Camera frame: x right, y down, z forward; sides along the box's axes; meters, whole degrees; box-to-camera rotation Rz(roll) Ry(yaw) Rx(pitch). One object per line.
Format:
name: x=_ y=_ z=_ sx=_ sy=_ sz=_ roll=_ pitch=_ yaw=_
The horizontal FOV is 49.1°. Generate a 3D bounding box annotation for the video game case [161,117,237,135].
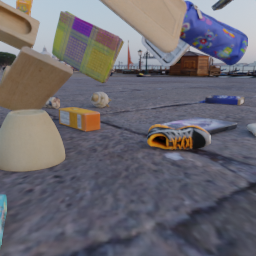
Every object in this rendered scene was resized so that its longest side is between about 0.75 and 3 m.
video game case: x=2.115 y=-0.043 z=8.467 sx=2.020 sy=0.192 sz=1.443 roll=-12 pitch=17 yaw=-40

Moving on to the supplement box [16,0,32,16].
supplement box: x=-3.427 y=-4.149 z=9.273 sx=0.420 sy=0.434 sz=1.262 roll=3 pitch=43 yaw=-17

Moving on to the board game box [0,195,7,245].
board game box: x=-1.808 y=1.101 z=3.204 sx=0.702 sy=0.218 sz=0.930 roll=-4 pitch=13 yaw=-18

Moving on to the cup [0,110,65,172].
cup: x=-1.999 y=0.165 z=5.654 sx=1.388 sy=0.993 sz=1.388 roll=0 pitch=12 yaw=0

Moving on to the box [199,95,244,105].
box: x=4.839 y=-1.455 z=14.515 sx=2.055 sy=0.333 sz=1.245 roll=6 pitch=14 yaw=29

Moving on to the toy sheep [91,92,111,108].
toy sheep: x=-1.255 y=-1.286 z=12.867 sx=0.806 sy=0.806 sz=1.168 roll=8 pitch=-5 yaw=32

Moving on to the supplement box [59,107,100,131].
supplement box: x=-1.566 y=-0.306 z=8.830 sx=0.546 sy=0.565 sz=1.641 roll=-10 pitch=17 yaw=-40

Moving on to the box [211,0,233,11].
box: x=3.838 y=-5.052 z=11.280 sx=0.880 sy=0.224 sz=0.694 roll=-32 pitch=0 yaw=-44

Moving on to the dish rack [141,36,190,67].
dish rack: x=1.680 y=-3.604 z=11.225 sx=0.470 sy=1.854 sz=2.161 roll=13 pitch=34 yaw=-51

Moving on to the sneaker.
sneaker: x=1.113 y=0.281 z=6.359 sx=1.468 sy=0.574 sz=0.567 roll=2 pitch=25 yaw=23

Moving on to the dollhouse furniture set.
dollhouse furniture set: x=-2.951 y=-2.431 z=6.801 sx=2.793 sy=2.937 sz=2.393 roll=21 pitch=-33 yaw=-31

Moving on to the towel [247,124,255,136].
towel: x=4.141 y=0.090 z=7.733 sx=1.470 sy=0.253 sz=0.974 roll=2 pitch=11 yaw=10

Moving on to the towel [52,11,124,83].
towel: x=-1.626 y=-3.061 z=10.718 sx=2.672 sy=1.919 sz=0.304 roll=28 pitch=29 yaw=9

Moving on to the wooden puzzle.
wooden puzzle: x=0.209 y=-2.015 z=4.410 sx=1.557 sy=0.313 sz=1.683 roll=35 pitch=44 yaw=-13

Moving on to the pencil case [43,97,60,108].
pencil case: x=-3.700 y=-1.201 z=12.822 sx=1.222 sy=0.547 sz=0.475 roll=8 pitch=52 yaw=31

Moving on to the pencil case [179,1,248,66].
pencil case: x=1.911 y=-2.249 z=6.643 sx=2.057 sy=0.803 sz=0.893 roll=20 pitch=-24 yaw=-21
